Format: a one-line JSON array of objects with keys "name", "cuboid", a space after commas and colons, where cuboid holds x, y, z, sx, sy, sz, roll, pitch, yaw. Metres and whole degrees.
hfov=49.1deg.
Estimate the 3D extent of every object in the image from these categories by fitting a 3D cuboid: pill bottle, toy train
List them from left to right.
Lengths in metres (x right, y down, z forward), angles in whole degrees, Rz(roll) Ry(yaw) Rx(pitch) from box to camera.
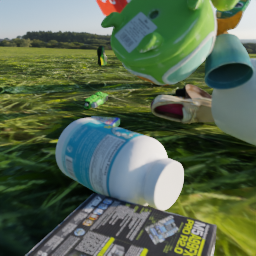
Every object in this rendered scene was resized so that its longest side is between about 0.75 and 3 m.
[{"name": "toy train", "cuboid": [-1.321, -1.170, 11.940, 0.550, 0.407, 1.952, 14, 21, 8]}, {"name": "pill bottle", "cuboid": [-0.180, 0.643, 5.033, 2.280, 1.263, 1.263, 18, 25, 40]}]

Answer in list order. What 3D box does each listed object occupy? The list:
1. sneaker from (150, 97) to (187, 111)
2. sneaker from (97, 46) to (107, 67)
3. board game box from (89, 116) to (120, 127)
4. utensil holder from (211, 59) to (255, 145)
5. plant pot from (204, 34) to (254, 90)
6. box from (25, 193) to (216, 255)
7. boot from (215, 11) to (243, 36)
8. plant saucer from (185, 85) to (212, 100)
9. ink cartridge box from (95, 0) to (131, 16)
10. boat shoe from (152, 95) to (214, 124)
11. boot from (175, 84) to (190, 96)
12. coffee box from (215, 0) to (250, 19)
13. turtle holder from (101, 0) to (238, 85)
[{"name": "sneaker", "cuboid": [1.771, -0.843, 10.403, 1.866, 0.699, 0.841, -7, 13, -18]}, {"name": "sneaker", "cuboid": [-1.036, -2.904, 11.239, 0.351, 0.823, 0.321, -25, 44, -34]}, {"name": "board game box", "cuboid": [-0.936, -0.043, 8.771, 0.995, 0.215, 1.478, 4, 19, 14]}, {"name": "utensil holder", "cuboid": [3.834, -0.519, 6.855, 2.385, 2.385, 2.807, -8, 18, -23]}, {"name": "plant pot", "cuboid": [2.239, -1.563, 6.398, 1.035, 0.972, 1.035, 1, -24, 1]}, {"name": "box", "cuboid": [-0.179, 1.681, 3.063, 1.877, 0.519, 2.342, 9, 20, 23]}, {"name": "boot", "cuboid": [2.317, -2.556, 6.770, 0.571, 0.797, 0.280, 19, 53, -10]}, {"name": "plant saucer", "cuboid": [2.753, -0.945, 10.298, 1.712, 0.275, 1.712, 23, 34, -17]}, {"name": "ink cartridge box", "cuboid": [0.011, -3.616, 7.240, 2.081, 1.687, 0.522, -12, -22, -36]}, {"name": "boat shoe", "cuboid": [1.950, -0.509, 9.344, 2.442, 0.900, 0.845, 8, 33, 21]}, {"name": "boot", "cuboid": [3.098, -1.818, 13.659, 1.290, 0.493, 1.084, 8, 23, 41]}, {"name": "coffee box", "cuboid": [3.450, -3.976, 9.224, 0.771, 0.276, 1.254, 22, 59, 23]}, {"name": "turtle holder", "cuboid": [0.937, -2.160, 5.970, 2.018, 2.655, 1.886, 20, -12, 38]}]
